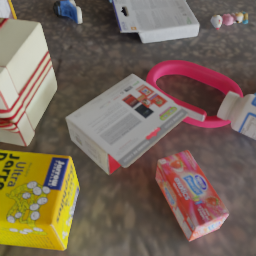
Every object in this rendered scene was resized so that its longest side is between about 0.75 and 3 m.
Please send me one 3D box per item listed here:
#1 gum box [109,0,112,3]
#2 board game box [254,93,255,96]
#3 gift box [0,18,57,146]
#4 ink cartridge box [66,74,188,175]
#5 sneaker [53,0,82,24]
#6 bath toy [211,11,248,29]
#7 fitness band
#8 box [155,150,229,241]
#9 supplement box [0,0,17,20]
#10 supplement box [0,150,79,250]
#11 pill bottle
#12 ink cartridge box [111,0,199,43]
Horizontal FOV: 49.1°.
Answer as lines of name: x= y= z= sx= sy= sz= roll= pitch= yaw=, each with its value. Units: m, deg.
gum box: x=-0.430 y=-5.883 z=12.325 sx=0.998 sy=0.222 sz=0.848 roll=-15 pitch=53 yaw=-11
board game box: x=4.512 y=-0.731 z=8.085 sx=2.097 sy=0.359 sz=1.410 roll=-32 pitch=57 yaw=-23
gift box: x=-3.622 y=-1.260 z=7.003 sx=2.623 sy=2.843 sz=2.655 roll=6 pitch=53 yaw=12
ink cartridge box: x=0.009 y=-0.033 z=7.121 sx=2.327 sy=0.976 sz=2.043 roll=-37 pitch=60 yaw=-26
sneaker: x=-2.409 y=-4.514 z=10.935 sx=0.921 sy=0.636 sz=1.656 roll=-14 pitch=48 yaw=-18
bath toy: x=3.882 y=-4.129 z=10.760 sx=1.396 sy=0.607 sz=0.516 roll=-12 pitch=88 yaw=-10
fitness band: x=1.907 y=-1.075 z=8.307 sx=2.869 sy=0.537 sz=2.061 roll=28 pitch=54 yaw=20
box: x=1.297 y=1.428 z=6.050 sx=0.777 sy=0.842 sz=1.642 roll=-17 pitch=52 yaw=-14
supplement box: x=-5.638 y=-3.677 z=9.464 sx=2.803 sy=1.887 sz=2.842 roll=-4 pitch=51 yaw=-3
supplement box: x=-2.479 y=1.415 z=5.658 sx=2.623 sy=1.436 sz=1.427 roll=4 pitch=51 yaw=3
pill bottle: x=3.240 y=-0.240 z=7.027 sx=1.794 sy=1.007 sz=1.007 roll=29 pitch=57 yaw=21
ink cartridge box: x=0.907 y=-4.397 z=10.882 sx=2.910 sy=0.591 sz=2.904 roll=-7 pitch=52 yaw=-6
